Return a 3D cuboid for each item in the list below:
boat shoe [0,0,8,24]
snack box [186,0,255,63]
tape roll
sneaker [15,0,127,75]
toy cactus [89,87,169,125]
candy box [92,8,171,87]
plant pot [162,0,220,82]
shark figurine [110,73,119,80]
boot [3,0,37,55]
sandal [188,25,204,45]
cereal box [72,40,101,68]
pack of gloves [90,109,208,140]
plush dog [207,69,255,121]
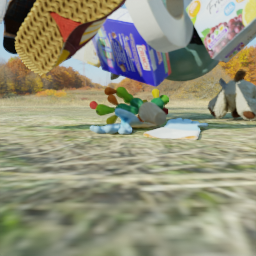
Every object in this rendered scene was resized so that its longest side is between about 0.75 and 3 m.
[{"bbox_3d":[-2.771,-2.335,5.174,1.055,2.931,0.963,6,-28,-19],"label":"boat shoe"},{"bbox_3d":[2.558,-2.927,6.187,0.647,1.736,2.441,5,-34,-35],"label":"snack box"},{"bbox_3d":[0.800,-3.324,6.831,0.535,2.928,2.928,-8,-1,36],"label":"tape roll"},{"bbox_3d":[-0.718,-1.938,4.354,2.663,0.998,1.200,-29,19,35],"label":"sneaker"},{"bbox_3d":[0.298,-0.471,7.832,2.390,1.222,1.972,1,20,-29],"label":"toy cactus"},{"bbox_3d":[0.009,-2.556,8.672,2.405,2.034,0.926,26,59,35],"label":"candy box"},{"bbox_3d":[1.846,-3.361,9.755,2.893,2.893,1.938,2,-22,22],"label":"plant pot"},{"bbox_3d":[-0.122,-3.095,10.077,1.042,2.497,1.492,15,33,38],"label":"shark figurine"},{"bbox_3d":[-2.988,-3.254,7.746,0.893,1.158,2.389,9,-33,-32],"label":"boot"},{"bbox_3d":[2.447,-2.784,8.465,1.909,0.718,0.457,6,35,-8],"label":"sandal"},{"bbox_3d":[-1.974,-3.553,10.444,2.559,1.841,0.506,23,38,-1],"label":"cereal box"},{"bbox_3d":[0.624,-0.215,6.896,2.458,0.577,2.925,1,6,21],"label":"pack of gloves"},{"bbox_3d":[4.730,-1.056,11.129,2.063,1.927,2.402,24,-8,-31],"label":"plush dog"}]
